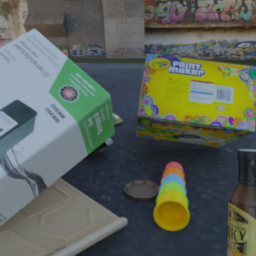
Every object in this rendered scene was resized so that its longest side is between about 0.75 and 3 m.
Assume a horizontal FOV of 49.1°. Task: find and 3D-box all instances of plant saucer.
[{"bbox_3d":[0.326,1.467,6.560,0.836,0.134,0.836,-1,17,0],"label":"plant saucer"}]

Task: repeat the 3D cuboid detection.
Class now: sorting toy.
[{"bbox_3d":[-1.851,1.793,5.019,2.638,0.520,2.850,-15,18,-41],"label":"sorting toy"}]

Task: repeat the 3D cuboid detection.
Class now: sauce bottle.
[{"bbox_3d":[1.589,1.202,3.607,0.595,1.840,0.595,2,-3,0],"label":"sauce bottle"}]

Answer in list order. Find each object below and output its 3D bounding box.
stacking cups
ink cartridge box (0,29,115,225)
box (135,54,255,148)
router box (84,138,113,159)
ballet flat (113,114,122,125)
[{"bbox_3d":[1.023,1.312,6.171,0.670,0.670,2.215,4,17,12],"label":"stacking cups"},{"bbox_3d":[-2.030,0.028,4.665,2.972,1.249,2.169,-40,68,-21],"label":"ink cartridge box"},{"bbox_3d":[1.754,-0.612,8.240,2.871,1.751,2.765,8,-12,1],"label":"box"},{"bbox_3d":[-0.966,0.617,8.564,0.649,0.222,0.870,-38,-13,39],"label":"router box"},{"bbox_3d":[-0.693,-0.323,11.766,0.532,0.492,1.508,4,16,27],"label":"ballet flat"}]
